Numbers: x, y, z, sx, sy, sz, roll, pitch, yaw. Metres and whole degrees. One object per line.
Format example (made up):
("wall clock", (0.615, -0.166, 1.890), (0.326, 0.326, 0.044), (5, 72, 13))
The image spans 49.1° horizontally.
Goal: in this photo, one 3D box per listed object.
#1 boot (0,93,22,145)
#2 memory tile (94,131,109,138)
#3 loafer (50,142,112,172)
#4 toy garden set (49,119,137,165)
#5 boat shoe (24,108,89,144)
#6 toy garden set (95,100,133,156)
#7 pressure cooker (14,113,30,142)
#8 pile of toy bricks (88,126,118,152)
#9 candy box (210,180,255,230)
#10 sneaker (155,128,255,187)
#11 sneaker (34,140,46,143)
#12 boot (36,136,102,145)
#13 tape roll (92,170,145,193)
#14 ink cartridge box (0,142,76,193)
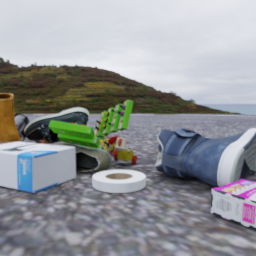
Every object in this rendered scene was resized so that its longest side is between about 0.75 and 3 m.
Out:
("boot", (-3.600, -0.050, 8.383), (0.959, 1.952, 2.727), (-1, 5, -16))
("memory tile", (-2.425, 0.342, 14.031), (2.710, 0.227, 2.077), (-1, 5, -18))
("loafer", (-1.350, 0.715, 6.796), (1.851, 0.696, 0.645), (1, 1, 13))
("toy garden set", (-0.717, 0.345, 7.028), (1.815, 0.435, 2.178), (9, -21, 9))
("boat shoe", (-2.189, 0.106, 8.421), (2.261, 0.750, 0.845), (-15, -30, 14))
("toy garden set", (-0.601, 0.073, 7.878), (0.360, 1.502, 1.802), (21, -19, -25))
("pressure cooker", (-4.856, 0.010, 11.627), (1.478, 1.300, 1.320), (2, -4, 15))
("pile of toy bricks", (-0.970, 0.268, 10.112), (1.151, 1.025, 2.075), (-2, 5, -21))
("candy box", (1.958, 1.107, 3.874), (0.900, 0.403, 1.320), (-4, 6, -39))
("sneaker", (1.881, 0.516, 6.633), (2.106, 1.108, 2.915), (7, 9, 36))
("sneaker", (-3.581, 0.377, 11.904), (0.379, 0.524, 1.072), (5, 8, 23))
("boot", (-1.910, 0.637, 8.792), (1.964, 0.691, 1.406), (5, 15, 39))
("tape roll", (-0.182, 1.061, 5.655), (1.086, 0.198, 1.086), (0, 4, 0))
("ink cartridge box", (-2.186, 0.765, 5.962), (1.739, 0.732, 1.257), (2, 5, 27))
